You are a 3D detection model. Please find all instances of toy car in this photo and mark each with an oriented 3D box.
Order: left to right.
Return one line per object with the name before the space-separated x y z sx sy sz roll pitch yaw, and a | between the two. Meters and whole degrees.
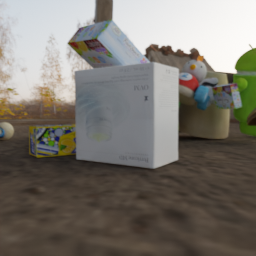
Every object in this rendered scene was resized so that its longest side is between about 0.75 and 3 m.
toy car | 1.728 -1.424 7.700 1.319 1.430 1.265 22 -5 23

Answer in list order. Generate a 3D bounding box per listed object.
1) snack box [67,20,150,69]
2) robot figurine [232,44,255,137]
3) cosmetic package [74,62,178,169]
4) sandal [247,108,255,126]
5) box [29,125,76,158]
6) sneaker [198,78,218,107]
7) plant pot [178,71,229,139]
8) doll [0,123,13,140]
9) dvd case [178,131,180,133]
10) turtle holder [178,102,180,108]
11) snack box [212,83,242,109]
snack box | -0.432 -1.630 6.261 1.397 0.561 1.657 41 -11 -33
robot figurine | 3.775 -1.081 7.902 2.294 2.614 1.512 -12 17 -23
cosmetic package | -0.039 -0.227 5.125 1.680 1.685 1.036 2 5 33
sandal | 2.586 -0.580 4.732 0.848 0.570 2.111 0 -25 11
box | -1.189 0.243 6.175 1.819 0.637 0.585 -2 4 -33
sneaker | 2.017 -0.967 8.468 1.461 0.840 0.549 -10 9 19
plant pot | 2.690 -0.906 9.758 1.952 2.084 1.952 7 15 -2
doll | -4.622 0.092 8.095 2.001 0.711 2.932 8 6 28
dvd case | 1.570 0.112 10.690 1.557 0.171 1.137 -10 1 31
turtle holder | 3.177 -0.798 14.511 2.772 2.106 1.969 -16 -34 27
snack box | 2.562 -0.812 7.324 0.234 0.627 0.882 -18 7 -11
